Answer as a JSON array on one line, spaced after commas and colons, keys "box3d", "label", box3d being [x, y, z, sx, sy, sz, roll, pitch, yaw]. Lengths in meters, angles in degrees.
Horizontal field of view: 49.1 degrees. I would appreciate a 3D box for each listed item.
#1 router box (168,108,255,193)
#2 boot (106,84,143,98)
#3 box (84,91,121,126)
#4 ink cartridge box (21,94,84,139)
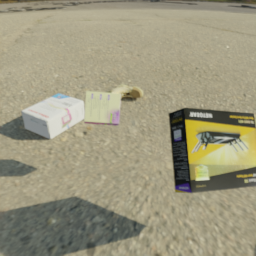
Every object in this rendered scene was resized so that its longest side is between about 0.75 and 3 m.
[{"box3d": [2.234, 0.562, 7.032, 2.462, 1.936, 0.643, 1, -10, -29], "label": "router box"}, {"box3d": [-0.243, -1.934, 16.081, 1.896, 0.690, 1.474, 22, 37, 34], "label": "boot"}, {"box3d": [-0.879, -0.650, 9.589, 1.184, 1.041, 0.572, 3, -6, -5], "label": "box"}, {"box3d": [-3.582, -0.626, 13.576, 1.766, 1.034, 2.444, 19, 34, 28], "label": "ink cartridge box"}]
